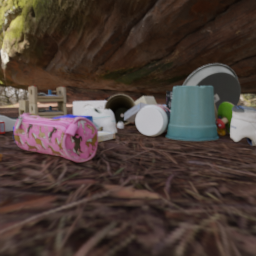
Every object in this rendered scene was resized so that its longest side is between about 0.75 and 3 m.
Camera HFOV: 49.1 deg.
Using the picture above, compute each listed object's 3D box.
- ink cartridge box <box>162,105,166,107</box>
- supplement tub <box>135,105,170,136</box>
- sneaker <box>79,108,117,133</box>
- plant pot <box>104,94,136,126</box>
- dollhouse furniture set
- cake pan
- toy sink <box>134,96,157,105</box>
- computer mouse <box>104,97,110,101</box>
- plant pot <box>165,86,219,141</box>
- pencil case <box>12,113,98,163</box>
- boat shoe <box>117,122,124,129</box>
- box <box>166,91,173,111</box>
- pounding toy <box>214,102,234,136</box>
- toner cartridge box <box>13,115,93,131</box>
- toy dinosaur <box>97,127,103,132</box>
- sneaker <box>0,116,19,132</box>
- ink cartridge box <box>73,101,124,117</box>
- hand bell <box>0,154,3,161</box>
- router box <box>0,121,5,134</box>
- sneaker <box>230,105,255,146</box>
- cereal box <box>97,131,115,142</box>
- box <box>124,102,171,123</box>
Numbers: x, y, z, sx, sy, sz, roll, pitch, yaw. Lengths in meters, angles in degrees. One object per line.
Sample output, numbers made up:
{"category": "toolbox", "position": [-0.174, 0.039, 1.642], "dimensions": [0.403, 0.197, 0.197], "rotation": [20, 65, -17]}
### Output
{"category": "ink cartridge box", "position": [2.969, -0.999, 17.168], "dimensions": [1.482, 0.873, 2.574], "rotation": [2, 6, 18]}
{"category": "supplement tub", "position": [0.848, -0.253, 9.063], "dimensions": [0.989, 0.989, 1.410], "rotation": [2, 5, 18]}
{"category": "sneaker", "position": [-1.339, -0.254, 9.731], "dimensions": [2.235, 0.896, 0.786], "rotation": [2, 7, 31]}
{"category": "plant pot", "position": [-0.306, -0.690, 12.726], "dimensions": [1.414, 1.414, 1.227], "rotation": [0, -10, 5]}
{"category": "dollhouse furniture set", "position": [-5.357, -1.571, 17.371], "dimensions": [1.971, 1.960, 2.797], "rotation": [-5, 7, -38]}
{"category": "cake pan", "position": [3.536, -1.269, 11.914], "dimensions": [2.852, 2.852, 0.523], "rotation": [-2, 30, -16]}
{"category": "toy sink", "position": [1.038, -0.783, 14.386], "dimensions": [0.830, 1.482, 0.966], "rotation": [-32, -14, 34]}
{"category": "computer mouse", "position": [-1.428, -1.174, 16.705], "dimensions": [0.527, 1.799, 0.306], "rotation": [24, 33, -21]}
{"category": "plant pot", "position": [1.953, -0.475, 8.489], "dimensions": [1.595, 1.562, 1.595], "rotation": [1, 6, 0]}
{"category": "pencil case", "position": [-1.508, 0.154, 5.664], "dimensions": [2.063, 0.854, 0.892], "rotation": [6, 4, 41]}
{"category": "boat shoe", "position": [-0.292, -0.133, 11.572], "dimensions": [0.285, 0.259, 0.775], "rotation": [-1, 6, -12]}
{"category": "box", "position": [2.608, -1.116, 14.651], "dimensions": [1.243, 1.485, 1.999], "rotation": [0, 1, 7]}
{"category": "pounding toy", "position": [2.994, -0.182, 8.911], "dimensions": [0.721, 1.199, 1.553], "rotation": [-33, 25, -7]}
{"category": "toner cartridge box", "position": [-2.072, 0.010, 8.110], "dimensions": [1.028, 0.467, 2.163], "rotation": [5, 13, 31]}
{"category": "toy dinosaur", "position": [-1.233, 0.150, 8.933], "dimensions": [1.024, 0.243, 0.451], "rotation": [-9, 4, 40]}
{"category": "sneaker", "position": [-4.412, -0.156, 10.558], "dimensions": [1.626, 0.575, 0.806], "rotation": [4, 2, -17]}
{"category": "ink cartridge box", "position": [-1.525, -0.903, 15.107], "dimensions": [1.912, 1.080, 2.610], "rotation": [2, 6, 20]}
{"category": "hand bell", "position": [-3.104, 0.407, 4.991], "dimensions": [1.602, 0.834, 0.834], "rotation": [12, 3, -14]}
{"category": "router box", "position": [-5.286, 0.021, 9.131], "dimensions": [1.758, 0.429, 1.578], "rotation": [2, 6, 22]}
{"category": "sneaker", "position": [3.405, 0.029, 6.912], "dimensions": [2.102, 0.915, 0.783], "rotation": [9, 15, -10]}
{"category": "cereal box", "position": [-0.939, 0.249, 8.032], "dimensions": [0.720, 0.198, 1.001], "rotation": [4, 7, 32]}
{"category": "box", "position": [0.826, -0.438, 10.550], "dimensions": [1.589, 0.327, 1.239], "rotation": [11, -22, -26]}
